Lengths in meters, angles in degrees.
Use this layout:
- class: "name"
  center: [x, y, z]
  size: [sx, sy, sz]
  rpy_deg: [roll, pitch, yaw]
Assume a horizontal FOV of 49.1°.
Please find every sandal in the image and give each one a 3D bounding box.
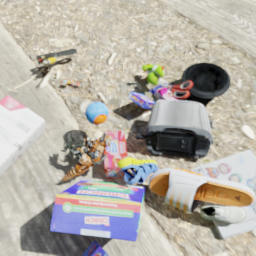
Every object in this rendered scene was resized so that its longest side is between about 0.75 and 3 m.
- class: "sandal"
  center: [1.967, 1.896, 7.891]
  size: [3.001, 1.150, 0.860]
  rpy_deg: [5, 35, 18]
- class: "sandal"
  center: [0.329, 1.306, 8.245]
  size: [1.663, 0.661, 0.724]
  rpy_deg: [8, 61, -48]

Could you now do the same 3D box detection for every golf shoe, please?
- class: "golf shoe"
  center: [2.567, 2.356, 7.665]
  size: [1.235, 0.600, 0.483]
  rpy_deg: [-8, 62, 25]

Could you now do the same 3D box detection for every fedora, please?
- class: "fedora"
  center: [3.117, -1.719, 11.499]
  size: [2.148, 0.981, 2.148]
  rpy_deg: [0, 49, 0]

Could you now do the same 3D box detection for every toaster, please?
- class: "toaster"
  center: [1.622, 0.008, 9.702]
  size: [2.573, 1.462, 1.662]
  rpy_deg: [4, 45, 10]

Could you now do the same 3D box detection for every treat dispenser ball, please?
- class: "treat dispenser ball"
  center: [-1.036, -0.473, 9.245]
  size: [0.764, 0.764, 0.764]
  rpy_deg: [0, 49, 0]

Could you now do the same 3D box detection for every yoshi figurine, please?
- class: "yoshi figurine"
  center: [0.970, -2.213, 11.666]
  size: [0.872, 0.869, 1.552]
  rpy_deg: [3, 16, -14]

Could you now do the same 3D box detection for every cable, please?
- class: "cable"
  center: [-3.270, -3.177, 12.697]
  size: [1.014, 0.526, 2.088]
  rpy_deg: [9, 25, 37]

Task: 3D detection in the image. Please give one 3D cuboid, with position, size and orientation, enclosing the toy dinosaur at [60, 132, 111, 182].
- class: "toy dinosaur"
  center: [-1.395, 0.831, 8.798]
  size: [1.916, 0.979, 1.300]
  rpy_deg: [-39, 61, -24]

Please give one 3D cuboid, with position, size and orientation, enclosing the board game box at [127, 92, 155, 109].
- class: "board game box"
  center: [0.577, -1.042, 10.849]
  size: [0.780, 0.260, 1.161]
  rpy_deg: [35, 15, 22]

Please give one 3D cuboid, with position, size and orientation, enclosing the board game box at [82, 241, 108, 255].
- class: "board game box"
  center: [-1.093, 3.432, 6.810]
  size: [0.290, 0.870, 1.295]
  rpy_deg: [44, 71, -2]

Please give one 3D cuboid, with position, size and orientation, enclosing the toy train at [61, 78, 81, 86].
- class: "toy train"
  center: [-2.449, -1.972, 12.011]
  size: [0.777, 0.216, 0.584]
  rpy_deg: [4, 15, -35]

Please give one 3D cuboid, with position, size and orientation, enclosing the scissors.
- class: "scissors"
  center: [1.627, -1.486, 10.876]
  size: [2.221, 0.155, 0.812]
  rpy_deg: [15, 72, 56]

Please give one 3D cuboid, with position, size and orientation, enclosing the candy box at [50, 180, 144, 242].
- class: "candy box"
  center: [-0.627, 2.030, 7.296]
  size: [1.994, 2.358, 0.908]
  rpy_deg: [6, 90, 5]

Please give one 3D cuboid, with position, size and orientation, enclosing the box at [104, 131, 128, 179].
- class: "box"
  center: [-0.427, 0.884, 9.371]
  size: [0.758, 0.726, 1.521]
  rpy_deg: [-3, 48, -3]

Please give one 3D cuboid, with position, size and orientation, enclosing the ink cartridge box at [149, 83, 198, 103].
- class: "ink cartridge box"
  center: [1.852, -1.279, 11.558]
  size: [0.957, 0.375, 2.021]
  rpy_deg: [-28, 52, -22]

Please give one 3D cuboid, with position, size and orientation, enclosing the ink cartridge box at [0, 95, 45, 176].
- class: "ink cartridge box"
  center: [-4.214, 0.234, 9.433]
  size: [1.672, 0.945, 2.282]
  rpy_deg: [35, 52, 1]

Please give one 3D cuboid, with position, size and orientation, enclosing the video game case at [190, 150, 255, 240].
- class: "video game case"
  center: [3.316, 1.919, 8.514]
  size: [2.112, 0.275, 2.320]
  rpy_deg: [-18, 50, 0]
